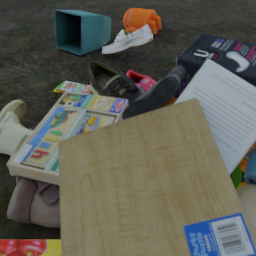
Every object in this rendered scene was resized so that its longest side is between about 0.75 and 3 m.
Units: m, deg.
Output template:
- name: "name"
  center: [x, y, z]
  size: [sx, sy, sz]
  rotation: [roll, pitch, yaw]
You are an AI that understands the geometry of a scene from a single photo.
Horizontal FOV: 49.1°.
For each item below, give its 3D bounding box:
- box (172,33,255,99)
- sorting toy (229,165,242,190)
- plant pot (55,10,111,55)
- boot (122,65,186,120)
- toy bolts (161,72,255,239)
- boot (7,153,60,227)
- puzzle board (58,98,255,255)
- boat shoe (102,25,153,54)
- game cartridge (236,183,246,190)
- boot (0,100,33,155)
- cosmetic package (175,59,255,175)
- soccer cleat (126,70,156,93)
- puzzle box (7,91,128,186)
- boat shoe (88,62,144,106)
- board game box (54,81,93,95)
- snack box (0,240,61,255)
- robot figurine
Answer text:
- name: "box"
  center: [2.399, -0.886, 5.891]
  size: [2.529, 1.341, 1.546]
  rotation: [22, 45, 24]
- name: "sorting toy"
  center: [1.213, 0.805, 5.180]
  size: [1.559, 0.937, 0.640]
  rotation: [24, 19, 30]
- name: "plant pot"
  center: [-1.683, -3.989, 11.348]
  size: [1.436, 1.437, 2.033]
  rotation: [24, 36, 29]
- name: "boot"
  center: [0.463, -0.512, 4.649]
  size: [1.181, 0.412, 0.777]
  rotation: [-34, 9, 31]
- name: "toy bolts"
  center: [1.718, 0.654, 4.426]
  size: [1.877, 2.585, 2.707]
  rotation: [-43, 31, -12]
- name: "boot"
  center: [-1.190, 0.569, 5.588]
  size: [2.121, 1.019, 2.901]
  rotation: [-5, 38, -6]
- name: "puzzle board"
  center: [0.183, 0.907, 2.814]
  size: [1.808, 0.209, 2.399]
  rotation: [-17, 56, 8]
- name: "boat shoe"
  center: [-0.101, -3.252, 10.264]
  size: [2.021, 0.700, 0.716]
  rotation: [-12, 23, 21]
- name: "game cartridge"
  center: [2.196, 1.436, 5.107]
  size: [0.919, 0.169, 1.042]
  rotation: [-8, 37, -12]
- name: "boot"
  center: [-2.508, 0.032, 6.584]
  size: [1.229, 0.573, 1.590]
  rotation: [11, 49, 13]
- name: "cosmetic package"
  center: [0.848, 0.304, 3.669]
  size: [1.065, 2.095, 0.776]
  rotation: [38, 4, 16]
- name: "soccer cleat"
  center: [0.676, -0.996, 7.751]
  size: [0.682, 0.732, 1.999]
  rotation: [-41, 49, -20]
- name: "puzzle box"
  center: [-0.987, 0.108, 5.220]
  size: [1.455, 0.278, 2.187]
  rotation: [10, 44, 14]
- name: "boat shoe"
  center: [-0.282, -0.885, 7.060]
  size: [0.985, 0.872, 2.690]
  rotation: [-42, 48, -13]
- name: "board game box"
  center: [-1.655, -1.197, 8.646]
  size: [1.201, 0.180, 0.574]
  rotation: [11, 37, 19]
- name: "snack box"
  center: [-0.425, 2.408, 2.754]
  size: [2.848, 0.964, 2.402]
  rotation: [6, 36, -12]
- name: "robot figurine"
  center: [0.584, -4.788, 12.629]
  size: [1.890, 1.359, 1.102]
  rotation: [25, 12, 30]
